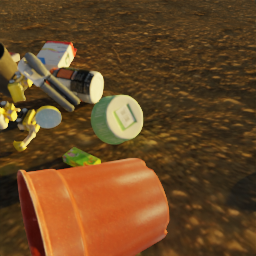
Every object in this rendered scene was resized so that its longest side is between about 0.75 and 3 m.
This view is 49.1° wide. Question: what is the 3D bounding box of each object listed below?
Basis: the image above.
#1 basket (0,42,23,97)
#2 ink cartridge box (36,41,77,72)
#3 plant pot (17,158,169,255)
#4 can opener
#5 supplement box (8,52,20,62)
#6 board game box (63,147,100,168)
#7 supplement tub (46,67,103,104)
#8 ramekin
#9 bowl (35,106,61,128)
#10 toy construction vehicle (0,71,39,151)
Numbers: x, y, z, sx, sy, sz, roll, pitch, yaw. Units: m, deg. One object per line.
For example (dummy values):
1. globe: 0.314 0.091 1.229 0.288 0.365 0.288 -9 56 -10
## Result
1. basket: -4.377 -1.942 9.626 1.600 1.774 1.207 13 67 21
2. ink cartridge box: -3.061 -3.054 11.904 1.169 0.677 2.012 7 51 10
3. plant pot: -0.590 1.558 4.941 2.140 2.201 2.201 -12 37 -27
4. can opener: -2.192 -1.211 7.851 0.531 2.016 0.670 -53 31 -13
5. supplement box: -5.537 -3.248 12.864 0.971 0.295 0.528 17 40 20
6. board game box: -1.225 0.854 7.341 0.891 0.212 0.453 21 41 27
7. supplement tub: -1.878 -1.542 9.861 1.808 1.108 1.108 13 38 18
8. ramekin: -0.256 -0.253 7.719 1.381 1.381 0.675 -28 9 -33
9. bowl: -2.354 -0.397 8.209 0.752 0.752 0.405 -10 44 -13
10. toy construction vehicle: -2.981 -0.479 7.913 0.634 1.567 1.799 2 45 6
